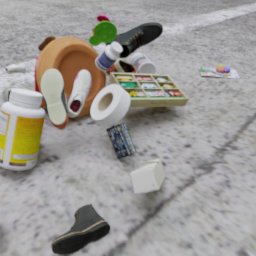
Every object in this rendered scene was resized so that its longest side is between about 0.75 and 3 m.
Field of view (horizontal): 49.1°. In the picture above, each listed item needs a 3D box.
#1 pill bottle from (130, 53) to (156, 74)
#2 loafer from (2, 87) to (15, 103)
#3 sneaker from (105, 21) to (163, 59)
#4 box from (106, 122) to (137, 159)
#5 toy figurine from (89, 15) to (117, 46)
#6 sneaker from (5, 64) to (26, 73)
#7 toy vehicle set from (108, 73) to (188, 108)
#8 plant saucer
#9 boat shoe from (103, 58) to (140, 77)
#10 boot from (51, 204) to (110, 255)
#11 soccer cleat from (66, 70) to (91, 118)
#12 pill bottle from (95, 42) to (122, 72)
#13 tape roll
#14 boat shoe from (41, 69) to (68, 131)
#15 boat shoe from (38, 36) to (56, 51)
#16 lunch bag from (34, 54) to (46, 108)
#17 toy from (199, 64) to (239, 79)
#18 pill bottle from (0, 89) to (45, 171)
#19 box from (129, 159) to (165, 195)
[{"bbox_3d":[0.704,-3.147,14.099,0.940,0.940,1.622,-9,34,-12],"label":"pill bottle"},{"bbox_3d":[-3.511,-0.369,9.043,0.682,1.950,0.681,-27,20,-20],"label":"loafer"},{"bbox_3d":[0.366,-3.496,11.421,2.519,0.942,1.338,-20,38,1],"label":"sneaker"},{"bbox_3d":[-0.217,0.395,8.504,0.235,1.023,0.813,-23,1,-36],"label":"box"},{"bbox_3d":[-1.071,-3.921,11.002,1.209,0.907,1.112,-33,45,22],"label":"toy figurine"},{"bbox_3d":[-5.822,-2.988,14.384,1.094,0.403,0.632,9,36,30],"label":"sneaker"},{"bbox_3d":[0.762,-1.420,10.413,2.646,0.351,1.644,-4,44,-29],"label":"toy vehicle set"},{"bbox_3d":[-1.920,-1.896,10.471,0.558,2.984,2.984,3,27,46],"label":"plant saucer"},{"bbox_3d":[-0.070,-2.319,11.565,0.761,0.866,2.433,-13,-12,31],"label":"boat shoe"},{"bbox_3d":[-1.242,2.328,6.580,1.373,0.532,0.950,-7,28,-33],"label":"boot"},{"bbox_3d":[-1.524,-1.103,9.007,0.575,1.646,0.711,20,-7,-21],"label":"soccer cleat"},{"bbox_3d":[-0.637,-2.402,9.423,0.556,1.001,0.556,20,52,-29],"label":"pill bottle"},{"bbox_3d":[-0.571,-0.707,8.756,1.314,0.459,1.314,-26,46,31],"label":"tape roll"},{"bbox_3d":[-2.201,-0.874,8.550,0.692,0.608,1.943,-14,71,-5],"label":"boat shoe"},{"bbox_3d":[-3.162,-3.343,10.988,0.927,0.326,0.326,-20,22,31],"label":"boat shoe"},{"bbox_3d":[-2.727,-2.316,11.387,1.200,2.581,2.930,13,34,4],"label":"lunch bag"},{"bbox_3d":[4.633,-2.960,14.260,1.888,0.446,1.087,2,35,4],"label":"toy"},{"bbox_3d":[-3.130,0.030,8.176,1.206,2.208,1.206,13,11,-3],"label":"pill bottle"},{"bbox_3d":[0.530,1.208,7.178,0.633,0.527,1.540,-15,-1,12],"label":"box"}]
